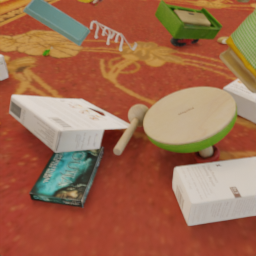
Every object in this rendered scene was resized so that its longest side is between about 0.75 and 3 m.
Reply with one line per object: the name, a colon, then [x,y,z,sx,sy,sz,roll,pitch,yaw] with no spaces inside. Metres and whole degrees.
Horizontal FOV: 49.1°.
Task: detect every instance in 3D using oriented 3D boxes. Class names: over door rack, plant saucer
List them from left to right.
plant saucer: [-1.568,-2.397,6.213,1.433,0.136,0.501,31,68,-4]
over door rack: [-0.441,-2.689,8.483,1.027,0.463,1.390,33,14,18]

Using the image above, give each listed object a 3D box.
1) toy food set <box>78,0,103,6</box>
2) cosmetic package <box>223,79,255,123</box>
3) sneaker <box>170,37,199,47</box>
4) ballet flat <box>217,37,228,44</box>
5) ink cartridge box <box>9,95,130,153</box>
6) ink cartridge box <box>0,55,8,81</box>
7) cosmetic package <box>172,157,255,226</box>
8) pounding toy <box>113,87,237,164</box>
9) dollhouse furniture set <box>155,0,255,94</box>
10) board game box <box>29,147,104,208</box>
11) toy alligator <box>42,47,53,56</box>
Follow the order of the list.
toy food set: [-0.995,-3.744,8.049,1.102,0.360,0.649,34,85,39]
cosmetic package: [4.258,-0.563,8.267,1.162,0.713,2.816,-29,48,-35]
sneaker: [2.583,-4.286,13.385,1.683,0.595,0.822,-19,41,-26]
ballet flat: [4.815,-4.207,13.520,0.975,0.335,0.307,-4,49,-5]
ink cartridge box: [-1.587,-0.211,7.803,2.391,0.600,2.755,-1,22,-45]
ink cartridge box: [-5.894,-2.296,10.445,2.211,0.947,1.632,26,44,27]
cosmetic package: [2.084,1.282,5.871,2.071,0.767,1.053,-8,38,-8]
pounding toy: [1.328,0.174,7.143,2.871,1.332,2.216,-10,35,22]
dollhouse furniture set: [1.354,-1.402,3.569,0.904,1.179,1.800,-8,55,-35]
board game box: [-1.368,1.023,6.629,1.202,0.250,1.777,6,37,8]
toy alligator: [-3.631,-3.391,12.524,0.225,0.246,0.829,-29,22,34]
